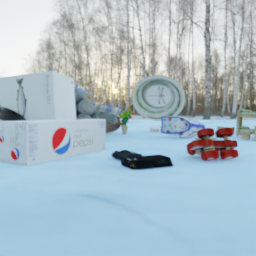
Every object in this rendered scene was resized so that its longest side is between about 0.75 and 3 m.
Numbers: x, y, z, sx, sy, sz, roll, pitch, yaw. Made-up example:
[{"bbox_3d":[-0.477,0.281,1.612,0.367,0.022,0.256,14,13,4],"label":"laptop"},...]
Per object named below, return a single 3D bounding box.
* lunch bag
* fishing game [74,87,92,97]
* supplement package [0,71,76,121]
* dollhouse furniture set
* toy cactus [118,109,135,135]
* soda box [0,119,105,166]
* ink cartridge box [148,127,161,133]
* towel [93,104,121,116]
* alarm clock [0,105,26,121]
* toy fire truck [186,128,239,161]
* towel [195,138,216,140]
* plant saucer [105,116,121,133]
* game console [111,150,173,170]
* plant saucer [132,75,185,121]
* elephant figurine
[{"bbox_3d":[2.288,-0.033,11.680,1.455,0.901,1.237,0,-3,41],"label":"lunch bag"},{"bbox_3d":[-2.388,-1.489,11.789,1.755,0.273,1.256,3,25,-13],"label":"fishing game"},{"bbox_3d":[-3.039,-0.792,8.595,2.499,1.461,1.466,-4,-1,14],"label":"supplement package"},{"bbox_3d":[4.605,-0.217,11.423,2.188,1.216,1.935,6,5,33],"label":"dollhouse furniture set"},{"bbox_3d":[-0.116,-0.240,13.869,0.733,1.182,1.433,12,-26,-20],"label":"toy cactus"},{"bbox_3d":[-1.679,0.238,6.806,0.952,0.890,2.795,2,3,29],"label":"soda box"},{"bbox_3d":[1.827,0.103,15.464,1.339,0.299,1.179,0,4,-9],"label":"ink cartridge box"},{"bbox_3d":[-1.271,-0.750,13.174,1.665,0.198,1.223,8,-26,-20],"label":"towel"},{"bbox_3d":[-3.557,0.138,7.783,1.294,0.639,1.919,36,-45,-28],"label":"alarm clock"},{"bbox_3d":[1.848,0.459,6.361,1.162,0.651,0.975,0,-21,-17],"label":"toy fire truck"},{"bbox_3d":[3.113,0.430,11.237,0.811,0.073,0.349,-1,4,-20],"label":"towel"},{"bbox_3d":[-1.404,-0.366,14.510,2.081,0.381,2.081,17,35,-13],"label":"plant saucer"},{"bbox_3d":[0.176,0.642,5.904,0.911,0.186,1.544,-1,5,-26],"label":"game console"},{"bbox_3d":[1.462,-1.503,13.573,2.537,2.537,0.637,0,37,10],"label":"plant saucer"},{"bbox_3d":[-2.037,-0.356,11.875,2.276,2.076,2.933,38,2,7],"label":"elephant figurine"}]
